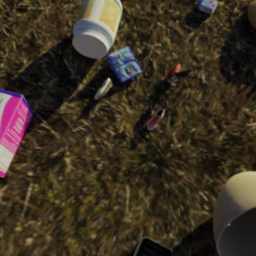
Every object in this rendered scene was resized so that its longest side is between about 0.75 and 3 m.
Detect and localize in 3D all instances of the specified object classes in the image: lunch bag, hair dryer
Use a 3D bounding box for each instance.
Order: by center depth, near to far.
[{"bbox_3d":[1.809,-1.856,9.850,0.963,0.343,1.264,-26,39,18],"label":"hair dryer"},{"bbox_3d":[-0.113,-2.204,10.173,0.877,0.548,1.166,-28,82,-12],"label":"lunch bag"}]

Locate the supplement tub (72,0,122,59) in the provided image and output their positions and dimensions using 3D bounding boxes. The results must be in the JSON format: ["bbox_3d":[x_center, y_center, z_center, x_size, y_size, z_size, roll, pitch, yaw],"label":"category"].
[{"bbox_3d":[-1.136,-3.767,10.216,1.505,1.505,2.080,11,68,5],"label":"supplement tub"}]

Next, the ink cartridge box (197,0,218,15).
[{"bbox_3d":[3.173,-5.018,11.409,0.780,0.298,0.532,27,70,13],"label":"ink cartridge box"}]

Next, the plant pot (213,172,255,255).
[{"bbox_3d":[3.403,2.186,7.427,2.608,2.608,1.751,-2,32,-1],"label":"plant pot"}]

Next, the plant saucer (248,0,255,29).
[{"bbox_3d":[6.037,-4.351,10.845,2.672,0.473,2.672,3,63,-5],"label":"plant saucer"}]

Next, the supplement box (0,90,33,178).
[{"bbox_3d":[-4.135,0.145,8.719,1.223,1.249,2.417,15,67,5],"label":"supplement box"}]

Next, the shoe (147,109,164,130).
[{"bbox_3d":[0.914,-0.298,9.380,0.285,0.362,0.797,38,72,14],"label":"shoe"}]

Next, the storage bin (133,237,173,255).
[{"bbox_3d":[0.516,3.763,7.527,0.932,0.646,1.378,24,70,9],"label":"storage bin"}]

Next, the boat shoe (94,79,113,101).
[{"bbox_3d":[-0.851,-1.309,9.837,0.274,0.331,0.921,43,66,-29],"label":"boat shoe"}]
